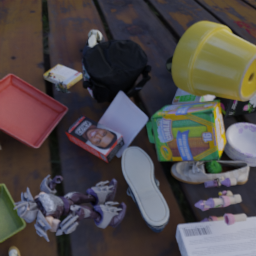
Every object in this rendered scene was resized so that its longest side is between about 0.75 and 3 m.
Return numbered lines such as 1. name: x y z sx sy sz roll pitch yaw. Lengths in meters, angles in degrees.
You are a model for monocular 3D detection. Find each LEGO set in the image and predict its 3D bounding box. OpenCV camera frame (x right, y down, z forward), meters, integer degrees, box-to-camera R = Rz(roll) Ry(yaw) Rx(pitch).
1. LEGO set: -2.918 -1.752 11.519 1.163 0.330 0.755 47 22 -7

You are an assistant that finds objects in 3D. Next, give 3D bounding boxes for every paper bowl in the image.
1. paper bowl: 3.929 0.621 9.289 1.547 0.805 1.547 0 45 0

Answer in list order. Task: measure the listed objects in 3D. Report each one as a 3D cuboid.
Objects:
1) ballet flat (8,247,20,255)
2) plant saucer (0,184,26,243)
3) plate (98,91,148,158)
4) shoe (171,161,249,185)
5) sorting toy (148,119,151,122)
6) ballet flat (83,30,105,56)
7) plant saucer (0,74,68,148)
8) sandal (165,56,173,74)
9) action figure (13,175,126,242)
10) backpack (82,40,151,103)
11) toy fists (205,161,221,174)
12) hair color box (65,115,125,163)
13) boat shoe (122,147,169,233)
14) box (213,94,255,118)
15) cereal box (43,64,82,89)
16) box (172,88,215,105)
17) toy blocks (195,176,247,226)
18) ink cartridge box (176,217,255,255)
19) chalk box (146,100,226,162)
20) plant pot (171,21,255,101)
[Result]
1. ballet flat: -2.847 3.280 7.055 0.259 0.238 0.755 -25 50 -23
2. plant saucer: -3.858 2.602 7.606 1.711 0.410 1.708 -28 52 -26
3. plate: -0.223 -0.129 9.750 0.282 1.739 1.743 17 25 -49
4. shoe: 2.547 1.282 8.750 2.399 0.640 0.839 2 45 2
5. sorting toy: 1.916 -0.011 10.143 2.267 0.383 1.093 20 48 30
6. ballet flat: -1.703 -4.409 14.238 0.933 0.933 2.554 6 45 6
7. plant saucer: -3.785 -0.570 9.911 2.561 0.471 2.566 32 37 -7
8. sandal: 3.114 -2.743 12.532 2.824 0.806 1.121 12 91 16
9. action figure: -1.358 1.810 6.627 2.698 0.936 1.756 10 28 -41
10. backpack: -0.591 -2.015 10.386 2.388 2.861 1.811 -9 79 -10
11. toy fists: 2.629 1.023 8.734 0.446 0.301 0.874 4 67 -13
12. hair color box: -1.144 0.338 9.566 1.860 0.570 0.944 26 61 28
13. boat shoe: 0.473 1.719 8.176 0.991 0.819 2.647 -18 50 -13
14. box: 4.422 -1.401 11.027 1.923 1.195 1.428 -11 45 -12
15. cereal box: -2.928 -2.316 12.575 1.425 0.282 1.025 25 50 23
16. box: 2.592 -1.367 10.624 1.308 0.717 1.482 1 60 51
17. toy blocks: 2.189 1.915 7.323 1.072 1.190 1.274 -3 69 -10
18. ink cartridge box: 2.618 3.158 6.526 2.502 0.559 2.205 -3 31 -6
19. chalk box: 1.622 0.101 8.616 2.359 1.467 1.460 -6 15 27
20. plant pot: 2.870 -1.864 8.546 2.297 2.297 2.161 -30 44 -27
